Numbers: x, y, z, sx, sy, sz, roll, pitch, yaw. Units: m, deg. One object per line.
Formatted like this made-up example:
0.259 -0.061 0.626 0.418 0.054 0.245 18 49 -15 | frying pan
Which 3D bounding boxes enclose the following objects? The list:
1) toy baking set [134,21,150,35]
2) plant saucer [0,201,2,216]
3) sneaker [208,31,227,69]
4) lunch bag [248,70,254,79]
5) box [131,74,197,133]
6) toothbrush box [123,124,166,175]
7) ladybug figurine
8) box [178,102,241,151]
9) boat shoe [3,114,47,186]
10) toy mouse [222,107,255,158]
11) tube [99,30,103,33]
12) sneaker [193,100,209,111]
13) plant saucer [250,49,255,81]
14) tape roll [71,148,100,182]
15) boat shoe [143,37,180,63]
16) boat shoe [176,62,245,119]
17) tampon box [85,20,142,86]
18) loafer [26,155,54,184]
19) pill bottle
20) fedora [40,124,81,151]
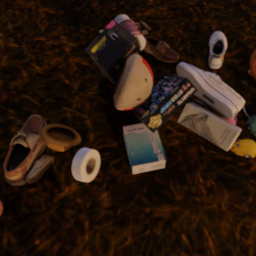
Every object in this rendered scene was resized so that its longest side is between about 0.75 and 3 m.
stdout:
0.451 -5.071 14.135 1.036 0.157 1.350 -27 61 -17 | toy baking set
-4.601 2.692 9.097 0.972 0.157 0.972 0 56 0 | plant saucer
4.187 -3.774 12.894 0.847 0.821 2.319 9 57 6 | sneaker
5.904 -2.551 12.320 1.107 0.454 0.975 -27 61 -16 | lunch bag
1.119 -0.949 9.688 1.948 2.450 0.564 -44 105 4 | box
0.545 0.689 9.996 1.204 0.701 1.644 -11 58 -6 | toothbrush box
0.206 -1.523 9.776 1.049 1.980 2.917 19 15 -7 | ladybug figurine
2.897 -0.082 10.074 2.049 0.842 0.701 32 24 21 | box
-3.597 0.618 9.931 1.058 1.003 2.795 4 57 3 | boat shoe
4.389 -0.060 10.664 2.658 0.514 2.363 17 59 11 | toy mouse
-0.856 -4.287 13.493 0.504 0.451 1.735 11 41 -40 | tube
2.781 -0.500 10.956 0.763 0.509 1.332 -22 65 -21 | sneaker
5.220 -2.139 10.425 0.352 1.880 1.880 -29 61 -9 | plant saucer
-1.400 1.245 9.375 0.392 1.120 1.120 11 56 26 | tape roll
1.492 -3.612 12.872 1.901 0.682 0.720 27 61 17 | boat shoe
3.045 -1.557 10.478 0.924 1.040 2.828 -42 79 -15 | boat shoe
-0.461 -2.818 11.101 1.317 2.087 1.564 42 87 16 | tampon box
-3.129 1.417 9.773 0.419 0.464 1.226 28 52 18 | loafer
-0.007 -4.414 13.177 1.052 1.052 1.843 -19 59 -12 | pill bottle
-2.431 0.428 9.983 1.450 0.592 1.450 18 26 -9 | fedora
